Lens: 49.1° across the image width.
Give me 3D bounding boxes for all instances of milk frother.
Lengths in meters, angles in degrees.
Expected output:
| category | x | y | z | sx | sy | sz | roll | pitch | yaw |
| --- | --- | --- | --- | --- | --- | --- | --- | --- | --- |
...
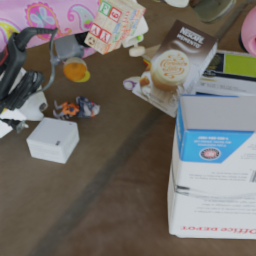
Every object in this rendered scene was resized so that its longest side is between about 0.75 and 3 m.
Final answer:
| category | x | y | z | sx | sy | sz | roll | pitch | yaw |
| --- | --- | --- | --- | --- | --- | --- | --- | --- | --- |
| milk frother | 5.261 | -2.959 | 10.438 | 2.062 | 2.285 | 2.150 | 18 | 43 | 27 |

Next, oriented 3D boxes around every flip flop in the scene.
| category | x | y | z | sx | sy | sz | roll | pitch | yaw |
| --- | --- | --- | --- | --- | --- | --- | --- | --- | --- |
| flip flop | 2.292 | -4.210 | 8.726 | 0.789 | 1.112 | 2.742 | 22 | 36 | -43 |

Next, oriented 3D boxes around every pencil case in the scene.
| category | x | y | z | sx | sy | sz | roll | pitch | yaw |
| --- | --- | --- | --- | --- | --- | --- | --- | --- | --- |
| pencil case | -1.169 | -1.673 | 4.009 | 2.106 | 0.921 | 0.921 | -23 | 45 | -23 |
| pencil case | -2.112 | -3.403 | 12.116 | 0.795 | 0.795 | 1.818 | 28 | 47 | 29 |

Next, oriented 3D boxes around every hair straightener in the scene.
| category | x | y | z | sx | sy | sz | roll | pitch | yaw |
| --- | --- | --- | --- | --- | --- | --- | --- | --- | --- |
| hair straightener | -1.595 | -0.402 | 3.821 | 0.898 | 2.334 | 0.477 | 47 | 21 | -3 |

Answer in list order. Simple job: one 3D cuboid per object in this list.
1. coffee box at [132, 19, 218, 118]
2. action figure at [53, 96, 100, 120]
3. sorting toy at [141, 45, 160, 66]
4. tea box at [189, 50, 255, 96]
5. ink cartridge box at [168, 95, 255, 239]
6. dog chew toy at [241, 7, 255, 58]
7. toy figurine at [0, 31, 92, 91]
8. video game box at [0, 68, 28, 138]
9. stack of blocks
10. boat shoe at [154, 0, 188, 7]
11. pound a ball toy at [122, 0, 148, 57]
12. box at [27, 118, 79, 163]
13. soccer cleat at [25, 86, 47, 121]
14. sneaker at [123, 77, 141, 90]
| category | x | y | z | sx | sy | sz | roll | pitch | yaw |
| --- | --- | --- | --- | --- | --- | --- | --- | --- | --- |
| coffee box | 1.037 | -1.276 | 6.199 | 1.037 | 1.814 | 0.723 | 33 | 7 | 17 |
| action figure | -1.645 | -0.614 | 9.067 | 1.437 | 0.777 | 1.485 | -1 | 13 | -11 |
| sorting toy | 1.564 | -2.803 | 11.554 | 1.649 | 0.574 | 1.639 | -22 | 45 | -25 |
| tea box | 3.203 | -0.969 | 8.417 | 2.675 | 1.787 | 2.631 | 11 | 41 | 13 |
| ink cartridge box | 1.892 | 0.859 | 5.471 | 2.054 | 2.814 | 1.186 | 2 | 38 | 2 |
| dog chew toy | 2.935 | -2.116 | 5.250 | 1.120 | 1.120 | 1.798 | 29 | 72 | 30 |
| toy figurine | -1.997 | -2.125 | 6.477 | 2.707 | 2.750 | 1.913 | -7 | 73 | -26 |
| video game box | -3.859 | -0.402 | 7.798 | 2.487 | 0.582 | 2.266 | -33 | 38 | 12 |
| stack of blocks | -0.120 | -1.161 | 3.153 | 0.241 | 0.475 | 0.824 | 34 | 32 | 4 |
| boat shoe | 0.801 | -3.385 | 6.938 | 1.467 | 0.527 | 0.437 | 14 | 8 | -19 |
| pound a ball toy | -0.133 | -2.330 | 6.138 | 0.648 | 1.526 | 0.995 | -24 | 2 | -7 |
| box | -2.044 | 0.330 | 7.753 | 1.021 | 0.667 | 1.015 | 10 | 41 | 12 |
| soccer cleat | -3.155 | -0.998 | 9.320 | 0.997 | 0.891 | 2.571 | 21 | 28 | -20 |
| sneaker | 0.373 | -1.155 | 7.085 | 0.940 | 0.352 | 0.468 | 12 | 34 | 23 |
